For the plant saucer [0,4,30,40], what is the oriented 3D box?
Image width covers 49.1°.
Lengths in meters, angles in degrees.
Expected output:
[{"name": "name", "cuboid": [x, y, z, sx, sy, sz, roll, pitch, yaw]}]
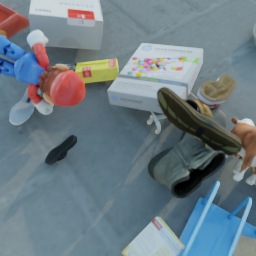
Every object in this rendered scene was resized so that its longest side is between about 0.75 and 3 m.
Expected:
[{"name": "plant saucer", "cuboid": [-5.345, -3.721, 9.882, 2.650, 0.486, 2.645, 32, 63, 18]}]

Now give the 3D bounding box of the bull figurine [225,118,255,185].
[{"name": "bull figurine", "cuboid": [2.695, 0.443, 6.447, 0.750, 2.302, 1.397, 23, 96, 5]}]

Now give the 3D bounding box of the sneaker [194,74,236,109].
[{"name": "sneaker", "cuboid": [2.129, -0.744, 7.427, 0.680, 1.074, 1.909, 49, 41, 12]}]

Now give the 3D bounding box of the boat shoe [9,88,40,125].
[{"name": "boat shoe", "cuboid": [-2.876, -0.565, 7.787, 0.513, 0.475, 1.389, 20, 51, -14]}]

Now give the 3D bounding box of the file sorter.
[{"name": "file sorter", "cuboid": [2.345, 2.527, 5.159, 2.747, 1.685, 1.906, 27, 61, 17]}]

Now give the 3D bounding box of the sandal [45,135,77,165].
[{"name": "sandal", "cuboid": [-1.649, 0.609, 7.028, 1.091, 0.261, 0.410, -36, 41, 17]}]

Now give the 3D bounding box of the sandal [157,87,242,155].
[{"name": "sandal", "cuboid": [1.562, -0.223, 6.104, 2.152, 0.879, 0.587, 33, 66, 9]}]

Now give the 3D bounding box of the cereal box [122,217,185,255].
[{"name": "cereal box", "cuboid": [0.493, 2.477, 5.690, 1.100, 0.217, 0.791, -46, 56, 5]}]

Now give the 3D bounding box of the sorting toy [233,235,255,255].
[{"name": "sorting toy", "cuboid": [2.536, 2.675, 5.693, 0.793, 0.156, 0.856, 13, 55, 9]}]

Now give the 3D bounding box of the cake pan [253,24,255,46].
[{"name": "cake pan", "cuboid": [5.237, -2.993, 9.463, 2.079, 0.381, 2.079, 0, 58, 0]}]

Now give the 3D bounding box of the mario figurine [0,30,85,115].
[{"name": "mario figurine", "cuboid": [-2.369, -1.448, 7.474, 2.674, 1.650, 1.417, 28, 53, -5]}]

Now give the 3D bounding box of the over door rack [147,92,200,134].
[{"name": "over door rack", "cuboid": [1.173, -0.696, 7.901, 1.524, 0.687, 2.063, -13, 44, -9]}]

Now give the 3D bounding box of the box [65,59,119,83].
[{"name": "box", "cuboid": [-1.136, -1.686, 8.435, 1.690, 0.423, 0.636, -5, 39, 3]}]

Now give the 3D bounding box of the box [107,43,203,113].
[{"name": "box", "cuboid": [0.850, -1.471, 7.849, 1.961, 0.518, 2.515, 12, 48, 22]}]

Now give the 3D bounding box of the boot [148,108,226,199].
[{"name": "boot", "cuboid": [1.688, 0.543, 6.305, 2.505, 1.636, 0.848, -41, 106, -11]}]

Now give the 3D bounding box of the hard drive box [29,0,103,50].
[{"name": "hard drive box", "cuboid": [-1.999, -3.773, 9.102, 2.116, 1.042, 2.714, 0, 49, -14]}]

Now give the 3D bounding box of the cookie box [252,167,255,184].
[{"name": "cookie box", "cuboid": [3.339, 0.784, 6.141, 0.592, 1.577, 1.349, 9, 38, 7]}]
